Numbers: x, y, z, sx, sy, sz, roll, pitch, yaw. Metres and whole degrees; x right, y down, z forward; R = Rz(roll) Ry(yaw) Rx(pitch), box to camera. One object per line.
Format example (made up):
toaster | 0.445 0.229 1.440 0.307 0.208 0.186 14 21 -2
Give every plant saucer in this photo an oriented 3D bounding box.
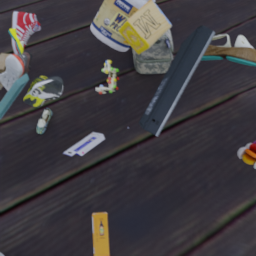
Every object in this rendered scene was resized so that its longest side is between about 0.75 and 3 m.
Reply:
plant saucer | -3.642 -0.694 8.324 0.204 2.152 0.752 38 23 -13

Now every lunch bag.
lunch bag | 1.058 -3.802 12.178 1.703 2.050 2.445 -3 53 -2

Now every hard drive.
hard drive | 1.145 -1.153 7.305 0.448 1.901 2.724 28 94 -3

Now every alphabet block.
alphabet block | 0.480 -2.923 8.223 1.003 0.979 0.984 -46 102 -12

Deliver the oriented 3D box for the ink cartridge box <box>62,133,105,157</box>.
ink cartridge box | -1.268 0.520 8.060 1.165 0.216 0.552 -34 24 -31

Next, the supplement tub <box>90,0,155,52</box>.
supplement tub | -0.150 -4.134 10.121 1.651 2.286 1.651 29 26 -15

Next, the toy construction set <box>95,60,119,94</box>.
toy construction set | -0.533 -1.318 7.662 0.430 0.612 0.934 14 82 29

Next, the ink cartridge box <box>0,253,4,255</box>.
ink cartridge box | -3.925 4.353 6.648 2.369 0.984 1.737 -30 58 -21

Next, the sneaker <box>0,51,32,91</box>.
sneaker | -3.564 -1.781 9.184 0.788 2.046 0.838 50 52 -8

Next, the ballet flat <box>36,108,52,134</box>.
ballet flat | -3.203 -0.295 10.574 0.415 0.415 1.119 7 53 5

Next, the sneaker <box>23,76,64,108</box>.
sneaker | -2.604 -1.275 8.543 1.956 0.728 0.828 -16 58 43

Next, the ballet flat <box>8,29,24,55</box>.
ballet flat | -3.162 -2.510 8.063 0.263 0.262 0.783 -28 91 -20

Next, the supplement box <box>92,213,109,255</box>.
supplement box | -0.674 2.630 6.814 0.362 0.374 1.087 -1 76 -11

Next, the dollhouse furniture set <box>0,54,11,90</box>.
dollhouse furniture set | -5.567 -2.684 11.883 1.552 1.176 1.771 7 53 6

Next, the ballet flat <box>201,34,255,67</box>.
ballet flat | 3.051 -2.405 8.544 2.315 0.837 0.785 18 11 35

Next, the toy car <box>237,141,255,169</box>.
toy car | 3.565 0.666 7.789 0.870 0.652 0.761 -19 41 -34

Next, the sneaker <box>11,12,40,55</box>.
sneaker | -3.646 -3.342 10.073 0.926 0.586 1.646 0 91 -4
